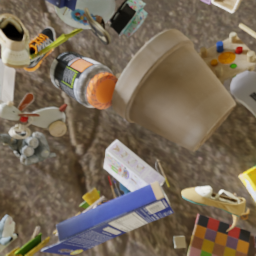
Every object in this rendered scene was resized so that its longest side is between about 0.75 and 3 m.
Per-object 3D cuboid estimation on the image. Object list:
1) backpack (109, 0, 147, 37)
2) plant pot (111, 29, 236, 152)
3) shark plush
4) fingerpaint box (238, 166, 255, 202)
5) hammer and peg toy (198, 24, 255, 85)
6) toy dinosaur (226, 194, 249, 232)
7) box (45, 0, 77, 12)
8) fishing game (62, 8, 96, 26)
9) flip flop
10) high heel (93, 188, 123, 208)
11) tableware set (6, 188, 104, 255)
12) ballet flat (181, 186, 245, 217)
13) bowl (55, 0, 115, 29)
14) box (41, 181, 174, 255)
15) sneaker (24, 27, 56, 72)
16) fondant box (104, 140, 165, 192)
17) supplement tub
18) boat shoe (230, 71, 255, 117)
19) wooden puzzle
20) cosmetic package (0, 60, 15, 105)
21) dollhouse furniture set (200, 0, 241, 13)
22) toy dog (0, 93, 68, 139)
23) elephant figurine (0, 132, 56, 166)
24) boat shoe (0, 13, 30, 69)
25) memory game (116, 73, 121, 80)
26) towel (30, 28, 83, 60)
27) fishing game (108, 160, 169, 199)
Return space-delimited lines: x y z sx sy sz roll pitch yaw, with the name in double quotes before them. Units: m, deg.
"backpack" 0.055 -3.425 8.507 0.873 1.030 1.160 34 47 -16
"plant pot" 1.329 -0.744 7.222 2.331 2.687 2.687 41 77 17
"shark plush" -3.033 2.580 6.266 1.273 0.578 0.530 -43 87 -2
"fingerpaint box" 4.948 2.005 9.109 1.659 0.729 1.988 -27 74 -8
"hammer and peg toy" 3.006 -2.073 7.877 1.827 0.644 1.343 -26 53 5
"toy dinosaur" 3.528 2.810 9.075 0.688 0.391 1.295 6 58 12
"box" -2.067 -3.860 7.093 1.867 1.131 0.303 32 43 8
"fishing game" -1.373 -3.354 8.633 1.214 0.869 0.189 17 79 -28
"flip flop" -0.769 -2.729 7.456 0.399 0.561 1.385 -33 59 -7
"high heel" -0.532 2.728 8.967 1.442 0.515 1.028 -39 70 -21
"tableware set" -1.745 2.349 6.747 2.696 1.816 0.414 -36 83 -17
"ballet flat" 1.809 1.450 5.914 1.324 0.454 0.417 16 109 5
"bowl" -1.353 -4.044 8.728 1.837 1.837 0.826 -7 65 -2
"box" -0.374 2.015 5.976 2.623 1.589 0.425 -25 60 2
"sneaker" -3.430 -3.122 10.753 0.781 0.771 1.996 21 72 8
"fondant box" 0.100 1.085 6.725 1.465 1.057 0.427 37 61 14
"supplement tub" -1.175 -1.287 7.609 1.186 1.186 1.935 -45 49 -13
"boat shoe" 3.560 -0.749 7.697 0.860 0.710 2.507 -37 29 22
"wooden puzzle" 2.838 3.838 8.792 2.898 0.204 1.719 18 73 6
"cosmetic package" -4.643 -1.555 10.179 0.702 0.890 1.654 -4 71 1
"dollhouse furniture set" 2.595 -4.391 8.479 1.262 1.408 1.777 -7 42 -31
"toy dog" -2.217 -0.394 7.046 1.144 1.734 0.835 48 119 27
"elephant figurine" -3.554 0.555 9.454 1.678 1.302 1.187 12 34 30
"boat shoe" -3.475 -2.885 8.447 1.007 0.907 2.791 -4 45 -24
"memory game" -0.206 -1.487 10.580 1.284 0.082 1.284 0 73 -1
"towel" -2.153 -2.482 8.243 0.789 1.833 0.166 -49 117 -42
"fishing game" 0.393 1.839 9.223 1.975 0.307 1.414 -12 71 -17
